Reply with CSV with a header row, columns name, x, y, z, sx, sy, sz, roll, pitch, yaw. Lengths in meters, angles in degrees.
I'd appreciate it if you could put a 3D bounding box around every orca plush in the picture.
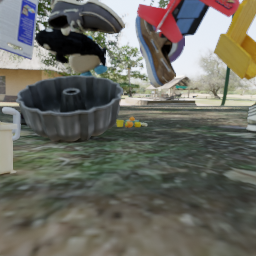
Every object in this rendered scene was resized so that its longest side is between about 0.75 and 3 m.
name,x,y,z,sx,sy,sz,roll,pitch,yaw
orca plush,-1.955,-2.990,10.541,2.816,1.481,1.001,24,6,-34

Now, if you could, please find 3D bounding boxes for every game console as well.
name,x,y,z,sx,sy,sz,roll,pitch,yaw
game console,1.765,-3.377,8.485,1.579,1.396,0.245,-16,54,-33

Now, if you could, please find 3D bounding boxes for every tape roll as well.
name,x,y,z,sx,sy,sz,roll,pitch,yaw
tape roll,1.312,-3.440,11.113,1.774,1.774,0.754,0,37,-2

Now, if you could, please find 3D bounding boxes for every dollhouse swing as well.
name,x,y,z,sx,sy,sz,roll,pitch,yaw
dollhouse swing,4.412,-3.140,9.883,2.163,1.965,1.901,-22,-24,-47

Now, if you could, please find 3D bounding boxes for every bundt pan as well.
name,x,y,z,sx,sy,sz,roll,pitch,yaw
bundt pan,-1.255,-0.434,6.396,2.337,0.877,2.337,0,27,0

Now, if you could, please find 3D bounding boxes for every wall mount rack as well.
name,x,y,z,sx,sy,sz,roll,pitch,yaw
wall mount rack,-3.122,-0.069,5.331,1.938,0.832,2.230,-3,5,-24

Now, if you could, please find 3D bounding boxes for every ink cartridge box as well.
name,x,y,z,sx,sy,sz,roll,pitch,yaw
ink cartridge box,-3.427,-3.278,8.554,1.129,2.384,0.442,14,-21,-42

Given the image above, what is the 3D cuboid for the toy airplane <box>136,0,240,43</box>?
name,x,y,z,sx,sy,sz,roll,pitch,yaw
toy airplane,1.165,-2.899,5.993,2.524,2.524,0.464,-2,-3,-16

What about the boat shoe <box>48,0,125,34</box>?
name,x,y,z,sx,sy,sz,roll,pitch,yaw
boat shoe,-0.738,-1.722,4.590,1.694,0.531,0.615,30,-9,38

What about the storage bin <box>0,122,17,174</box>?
name,x,y,z,sx,sy,sz,roll,pitch,yaw
storage bin,-2.217,0.247,3.282,1.284,0.606,1.294,6,9,42

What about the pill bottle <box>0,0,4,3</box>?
name,x,y,z,sx,sy,sz,roll,pitch,yaw
pill bottle,-3.595,-3.496,7.140,0.450,0.450,0.791,2,9,19

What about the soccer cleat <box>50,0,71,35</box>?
name,x,y,z,sx,sy,sz,roll,pitch,yaw
soccer cleat,-1.726,-2.941,7.049,0.463,1.194,0.414,-21,38,-31

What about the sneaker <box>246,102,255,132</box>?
name,x,y,z,sx,sy,sz,roll,pitch,yaw
sneaker,4.142,-0.385,7.604,1.734,0.998,0.654,0,6,0

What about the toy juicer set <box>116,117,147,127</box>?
name,x,y,z,sx,sy,sz,roll,pitch,yaw
toy juicer set,0.227,-0.205,9.321,1.126,0.306,0.716,-5,7,-42

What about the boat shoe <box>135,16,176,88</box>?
name,x,y,z,sx,sy,sz,roll,pitch,yaw
boat shoe,0.982,-2.667,9.242,0.938,2.591,0.936,-18,-6,28

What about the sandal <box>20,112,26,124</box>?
name,x,y,z,sx,sy,sz,roll,pitch,yaw
sandal,-3.659,-0.479,10.487,0.958,0.610,2.548,-3,7,-31

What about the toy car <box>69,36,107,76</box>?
name,x,y,z,sx,sy,sz,roll,pitch,yaw
toy car,-1.706,-3.211,12.479,1.514,1.578,1.712,-20,23,18
